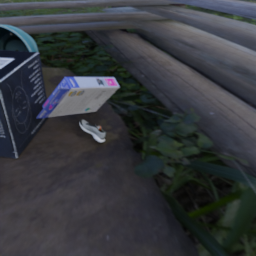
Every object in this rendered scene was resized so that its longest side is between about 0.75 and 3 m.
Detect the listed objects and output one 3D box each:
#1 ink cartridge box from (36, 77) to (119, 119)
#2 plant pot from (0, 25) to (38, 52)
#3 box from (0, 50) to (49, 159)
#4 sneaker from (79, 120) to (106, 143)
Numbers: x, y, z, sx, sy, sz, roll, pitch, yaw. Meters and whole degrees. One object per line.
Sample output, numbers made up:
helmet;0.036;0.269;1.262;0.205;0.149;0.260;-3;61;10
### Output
ink cartridge box;-1.738;-1.072;9.643;2.743;1.637;0.576;-15;70;-51
plant pot;-5.355;-3.231;12.643;2.950;2.950;2.772;-1;24;-2
box;-3.922;-0.859;9.094;1.617;2.565;2.609;5;34;8
sneaker;-1.161;0.025;9.397;1.108;0.439;0.410;35;24;16
